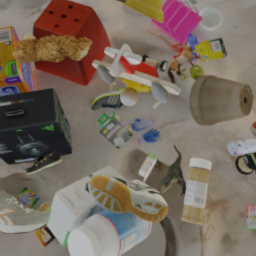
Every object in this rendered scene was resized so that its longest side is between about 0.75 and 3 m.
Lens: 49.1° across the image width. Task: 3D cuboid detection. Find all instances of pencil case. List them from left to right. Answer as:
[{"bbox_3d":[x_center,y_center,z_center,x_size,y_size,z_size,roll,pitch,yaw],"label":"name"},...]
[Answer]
[{"bbox_3d":[3.455,0.562,8.383,1.012,0.459,0.421,-3,53,-30],"label":"pencil case"}]

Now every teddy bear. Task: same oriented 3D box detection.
[{"bbox_3d":[-2.259,-2.485,8.465,2.362,0.788,1.712,6,37,14],"label":"teddy bear"}]

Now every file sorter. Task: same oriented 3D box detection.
[{"bbox_3d":[1.994,-5.165,12.665,2.070,1.298,1.438,46,103,24],"label":"file sorter"}]

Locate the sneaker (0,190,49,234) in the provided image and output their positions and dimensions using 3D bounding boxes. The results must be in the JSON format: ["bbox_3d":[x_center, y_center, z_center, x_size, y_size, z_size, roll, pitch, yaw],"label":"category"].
[{"bbox_3d":[-3.780,2.656,8.972,2.793,1.057,1.285,-2,79,5],"label":"sneaker"}]

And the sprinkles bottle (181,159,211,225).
[{"bbox_3d":[1.463,1.346,6.008,0.455,0.455,1.335,11,77,5],"label":"sprinkles bottle"}]

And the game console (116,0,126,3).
[{"bbox_3d":[-0.598,-4.586,9.040,0.642,0.932,1.081,14,17,40],"label":"game console"}]

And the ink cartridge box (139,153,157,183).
[{"bbox_3d":[0.671,1.435,10.111,0.324,0.563,0.961,27,65,13],"label":"ink cartridge box"}]

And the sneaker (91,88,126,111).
[{"bbox_3d":[-0.671,-1.037,11.350,1.718,0.635,0.695,-22,68,-9],"label":"sneaker"}]

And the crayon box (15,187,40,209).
[{"bbox_3d":[-3.638,2.646,9.669,0.635,0.261,1.011,32,69,13],"label":"crayon box"}]

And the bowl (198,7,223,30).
[{"bbox_3d":[3.850,-5.104,13.380,1.203,0.540,1.203,1,72,-2],"label":"bowl"}]

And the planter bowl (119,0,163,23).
[{"bbox_3d":[0.636,-4.783,10.542,1.989,0.828,1.989,23,25,-11],"label":"planter bowl"}]

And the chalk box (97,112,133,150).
[{"bbox_3d":[-0.466,-0.005,8.657,0.675,0.671,1.085,-44,104,10],"label":"chalk box"}]

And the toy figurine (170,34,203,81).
[{"bbox_3d":[2.628,-3.281,12.067,1.170,1.328,2.217,-6,63,-3],"label":"toy figurine"}]

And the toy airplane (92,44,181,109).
[{"bbox_3d":[0.147,-1.506,8.600,2.441,2.451,1.730,15,102,-16],"label":"toy airplane"}]

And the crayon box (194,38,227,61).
[{"bbox_3d":[3.069,-2.905,10.461,1.088,0.691,0.276,6,40,49],"label":"crayon box"}]

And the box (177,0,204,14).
[{"bbox_3d":[2.899,-5.759,13.661,1.084,0.708,1.078,-29,67,-14],"label":"box"}]

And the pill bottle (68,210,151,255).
[{"bbox_3d":[-0.389,2.413,6.463,1.930,1.049,1.049,-5,53,-51],"label":"pill bottle"}]

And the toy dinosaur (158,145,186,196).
[{"bbox_3d":[1.351,1.286,7.693,0.496,2.091,0.922,-19,105,25],"label":"toy dinosaur"}]

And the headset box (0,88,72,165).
[{"bbox_3d":[-3.407,0.002,9.558,2.477,2.845,1.320,-9,63,-6],"label":"headset box"}]

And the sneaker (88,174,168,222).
[{"bbox_3d":[-0.029,1.525,6.464,1.926,0.844,0.728,27,106,-14],"label":"sneaker"}]

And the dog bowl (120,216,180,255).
[{"bbox_3d":[0.109,3.631,8.845,2.929,0.859,2.929,0,63,0],"label":"dog bowl"}]

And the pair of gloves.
[{"bbox_3d":[0.669,0.088,11.037,0.972,0.138,1.209,-20,66,-10],"label":"pair of gloves"}]

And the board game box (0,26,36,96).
[{"bbox_3d":[-5.100,-1.939,10.765,2.414,2.415,2.416,-14,64,-7],"label":"board game box"}]

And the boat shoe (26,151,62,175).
[{"bbox_3d":[-2.657,1.083,8.662,1.330,0.487,0.417,-25,94,23],"label":"boat shoe"}]

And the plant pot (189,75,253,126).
[{"bbox_3d":[2.827,-0.809,8.264,1.373,1.582,1.582,5,55,46],"label":"plant pot"}]

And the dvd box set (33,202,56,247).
[{"bbox_3d":[-2.788,3.230,9.425,0.877,0.176,1.199,-38,69,-17],"label":"dvd box set"}]

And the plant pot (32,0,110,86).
[{"bbox_3d":[-2.472,-3.799,11.774,2.634,2.323,2.636,20,65,9],"label":"plant pot"}]

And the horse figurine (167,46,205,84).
[{"bbox_3d":[1.929,-2.229,9.855,1.550,0.387,1.027,-40,63,-5],"label":"horse figurine"}]

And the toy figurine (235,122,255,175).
[{"bbox_3d":[5.349,0.868,9.838,2.519,1.780,2.559,27,65,7],"label":"toy figurine"}]

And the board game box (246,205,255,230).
[{"bbox_3d":[4.352,3.072,9.517,0.596,0.157,0.779,12,64,6],"label":"board game box"}]

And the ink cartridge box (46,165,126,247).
[{"bbox_3d":[-1.009,1.916,7.119,0.769,1.335,1.829,40,37,24],"label":"ink cartridge box"}]
